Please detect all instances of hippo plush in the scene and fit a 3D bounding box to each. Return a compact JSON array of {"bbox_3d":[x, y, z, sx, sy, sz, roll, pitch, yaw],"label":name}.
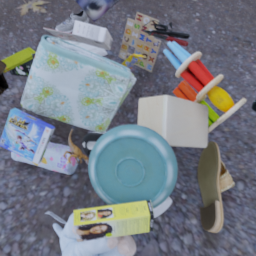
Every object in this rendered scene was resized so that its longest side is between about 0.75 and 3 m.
[{"bbox_3d":[-1.372,3.567,7.298,2.819,2.245,2.266,14,52,10],"label":"hippo plush"}]

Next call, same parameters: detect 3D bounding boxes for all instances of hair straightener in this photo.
[{"bbox_3d":[1.324,-3.357,9.771,1.710,0.350,0.658,15,80,7],"label":"hair straightener"}]

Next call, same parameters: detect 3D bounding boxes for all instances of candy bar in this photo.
[{"bbox_3d":[0.159,-2.632,11.050,0.545,2.185,0.242,4,91,-14],"label":"candy bar"}]

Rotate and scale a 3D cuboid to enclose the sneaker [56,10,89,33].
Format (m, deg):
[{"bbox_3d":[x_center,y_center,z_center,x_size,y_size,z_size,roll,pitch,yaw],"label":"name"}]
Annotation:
[{"bbox_3d":[-3.264,-6.139,16.046,0.809,0.888,2.166,37,60,26],"label":"sneaker"}]

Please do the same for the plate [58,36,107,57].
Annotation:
[{"bbox_3d":[-2.687,-4.390,14.952,2.458,0.398,2.463,-21,54,-16],"label":"plate"}]

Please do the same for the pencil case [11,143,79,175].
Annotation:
[{"bbox_3d":[-2.995,0.952,10.226,2.433,1.011,1.104,14,19,11],"label":"pencil case"}]

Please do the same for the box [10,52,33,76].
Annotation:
[{"bbox_3d":[-5.087,-3.111,13.667,1.226,0.762,0.910,6,51,5],"label":"box"}]

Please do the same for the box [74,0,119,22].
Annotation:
[{"bbox_3d":[-1.393,-5.621,11.746,1.573,1.560,0.969,-37,66,12],"label":"box"}]

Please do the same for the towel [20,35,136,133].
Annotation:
[{"bbox_3d":[-1.570,-1.174,8.733,2.977,2.548,0.717,19,33,-20],"label":"towel"}]

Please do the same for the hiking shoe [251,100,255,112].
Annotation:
[{"bbox_3d":[3.430,-0.758,6.833,0.433,1.164,0.505,37,69,16],"label":"hiking shoe"}]

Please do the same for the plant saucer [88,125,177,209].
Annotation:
[{"bbox_3d":[0.064,0.975,6.357,2.091,2.091,0.287,10,8,8],"label":"plant saucer"}]

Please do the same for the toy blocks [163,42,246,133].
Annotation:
[{"bbox_3d":[2.056,-1.267,8.837,1.005,2.308,2.769,-38,80,-15],"label":"toy blocks"}]

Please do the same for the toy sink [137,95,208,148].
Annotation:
[{"bbox_3d":[1.358,-0.114,8.500,2.097,1.367,1.175,6,-5,-43],"label":"toy sink"}]

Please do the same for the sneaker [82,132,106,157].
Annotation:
[{"bbox_3d":[0.142,0.446,7.824,2.537,0.957,1.460,7,9,27],"label":"sneaker"}]

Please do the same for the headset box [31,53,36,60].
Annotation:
[{"bbox_3d":[-2.524,-2.313,9.632,1.236,0.624,1.663,-16,10,-6],"label":"headset box"}]

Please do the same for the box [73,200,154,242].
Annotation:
[{"bbox_3d":[-0.300,2.009,6.037,1.684,0.634,0.422,-7,37,-6],"label":"box"}]

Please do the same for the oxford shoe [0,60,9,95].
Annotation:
[{"bbox_3d":[-4.274,-1.168,8.618,0.979,2.320,0.843,22,44,-20],"label":"oxford shoe"}]

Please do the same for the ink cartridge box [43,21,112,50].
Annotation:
[{"bbox_3d":[-1.836,-3.689,11.040,2.229,0.566,2.530,14,9,-1],"label":"ink cartridge box"}]

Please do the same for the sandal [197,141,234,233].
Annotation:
[{"bbox_3d":[3.103,2.031,9.541,1.021,1.138,3.103,21,56,-17],"label":"sandal"}]

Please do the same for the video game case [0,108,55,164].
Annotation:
[{"bbox_3d":[-2.868,0.239,7.904,1.276,1.156,0.290,25,15,0],"label":"video game case"}]

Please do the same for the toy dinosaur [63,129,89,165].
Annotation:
[{"bbox_3d":[-1.383,0.577,7.139,0.579,1.090,0.329,-43,30,-18],"label":"toy dinosaur"}]

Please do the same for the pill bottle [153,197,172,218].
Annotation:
[{"bbox_3d":[0.507,1.947,9.327,1.118,1.118,1.956,-28,57,-21],"label":"pill bottle"}]

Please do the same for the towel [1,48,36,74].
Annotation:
[{"bbox_3d":[-4.078,-2.292,9.695,1.816,0.164,0.781,-35,53,-22],"label":"towel"}]

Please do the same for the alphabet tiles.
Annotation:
[{"bbox_3d":[0.550,-3.671,11.920,1.769,2.116,0.080,30,36,19],"label":"alphabet tiles"}]
